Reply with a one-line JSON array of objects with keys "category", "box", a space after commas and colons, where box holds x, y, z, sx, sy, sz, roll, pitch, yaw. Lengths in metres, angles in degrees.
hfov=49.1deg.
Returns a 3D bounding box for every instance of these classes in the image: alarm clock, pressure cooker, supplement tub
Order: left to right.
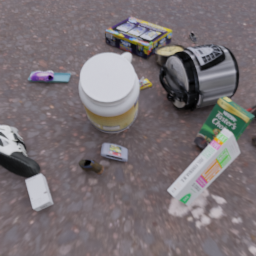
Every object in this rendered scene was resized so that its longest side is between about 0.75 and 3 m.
[{"category": "supplement tub", "box": [-0.568, -1.019, 8.918, 1.828, 2.532, 1.828, 0, 72, 0]}, {"category": "alarm clock", "box": [1.928, -3.371, 12.760, 1.351, 0.667, 2.004, 0, 39, 13]}, {"category": "pressure cooker", "box": [2.421, -1.760, 10.186, 2.500, 2.233, 2.199, -13, 2, -12]}]

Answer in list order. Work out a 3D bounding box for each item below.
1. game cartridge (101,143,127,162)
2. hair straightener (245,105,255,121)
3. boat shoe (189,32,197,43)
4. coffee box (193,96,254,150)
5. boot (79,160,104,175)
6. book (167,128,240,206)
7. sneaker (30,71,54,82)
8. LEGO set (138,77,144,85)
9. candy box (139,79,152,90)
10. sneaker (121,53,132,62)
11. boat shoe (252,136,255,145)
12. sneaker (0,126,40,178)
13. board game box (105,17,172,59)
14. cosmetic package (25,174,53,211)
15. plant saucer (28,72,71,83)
[{"category": "game cartridge", "box": [-0.428, 0.760, 8.886, 0.850, 0.174, 0.566, 15, 31, -10]}, {"category": "hair straightener", "box": [4.481, -0.441, 9.977, 1.672, 0.342, 0.643, -26, 89, -32]}, {"category": "boat shoe", "box": [3.348, -4.630, 14.385, 0.297, 0.256, 0.817, -8, 46, -8]}, {"category": "coffee box", "box": [2.854, 0.057, 8.565, 0.393, 1.786, 1.098, -17, 51, -44]}, {"category": "boot", "box": [-1.214, 1.049, 8.321, 1.089, 0.528, 0.407, 8, 64, 42]}, {"category": "book", "box": [1.965, 1.056, 7.257, 2.060, 1.376, 0.495, -48, 57, 1]}, {"category": "sneaker", "box": [-3.473, -2.065, 11.442, 0.994, 0.400, 0.439, -14, 47, -29]}, {"category": "LEGO set", "box": [-0.039, -1.813, 11.364, 1.412, 0.347, 1.055, -32, 37, -27]}, {"category": "candy box", "box": [0.477, -1.755, 11.607, 0.912, 0.120, 0.466, -20, 46, -17]}, {"category": "sneaker", "box": [-0.214, -2.801, 12.145, 0.592, 0.788, 1.582, 48, 55, -15]}, {"category": "boat shoe", "box": [4.945, -0.285, 8.861, 0.878, 2.356, 0.864, 3, 54, -58]}, {"category": "sneaker", "box": [-3.677, 0.527, 8.668, 2.863, 1.061, 1.267, 22, 51, 20]}, {"category": "board game box", "box": [0.513, -4.548, 13.974, 2.610, 0.740, 2.158, 29, 50, 26]}, {"category": "cosmetic package", "box": [-2.443, 1.766, 7.691, 0.492, 0.354, 0.873, -25, 64, -9]}, {"category": "plant saucer", "box": [-3.341, -2.145, 11.984, 1.719, 0.163, 0.601, 2, 45, 3]}]
